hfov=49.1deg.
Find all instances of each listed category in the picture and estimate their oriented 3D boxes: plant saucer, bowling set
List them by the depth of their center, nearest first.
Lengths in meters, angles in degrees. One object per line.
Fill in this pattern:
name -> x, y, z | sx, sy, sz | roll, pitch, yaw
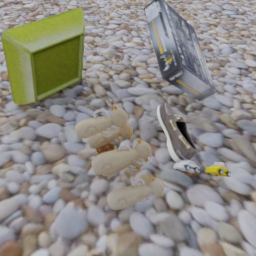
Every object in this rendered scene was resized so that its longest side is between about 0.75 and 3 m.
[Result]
bowling set -> -0.187, 0.460, 6.760 | 1.360, 2.534, 1.764 | -19, 24, 2
plant saucer -> -2.486, -2.161, 9.273 | 0.689, 2.872, 2.876 | 41, 54, 21

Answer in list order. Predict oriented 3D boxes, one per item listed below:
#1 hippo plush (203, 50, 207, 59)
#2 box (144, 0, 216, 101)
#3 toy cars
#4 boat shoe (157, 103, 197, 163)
hippo plush -> 2.326, -2.181, 10.801 | 1.400, 1.115, 1.126 | -3, 67, 4
box -> 1.730, -2.567, 9.296 | 2.303, 0.703, 2.908 | 18, 53, -47
toy cars -> 1.884, 0.983, 7.052 | 1.502, 0.673, 0.333 | 7, 76, 2
boat shoe -> 1.360, 0.026, 7.869 | 0.753, 0.624, 2.097 | 30, 34, -36
